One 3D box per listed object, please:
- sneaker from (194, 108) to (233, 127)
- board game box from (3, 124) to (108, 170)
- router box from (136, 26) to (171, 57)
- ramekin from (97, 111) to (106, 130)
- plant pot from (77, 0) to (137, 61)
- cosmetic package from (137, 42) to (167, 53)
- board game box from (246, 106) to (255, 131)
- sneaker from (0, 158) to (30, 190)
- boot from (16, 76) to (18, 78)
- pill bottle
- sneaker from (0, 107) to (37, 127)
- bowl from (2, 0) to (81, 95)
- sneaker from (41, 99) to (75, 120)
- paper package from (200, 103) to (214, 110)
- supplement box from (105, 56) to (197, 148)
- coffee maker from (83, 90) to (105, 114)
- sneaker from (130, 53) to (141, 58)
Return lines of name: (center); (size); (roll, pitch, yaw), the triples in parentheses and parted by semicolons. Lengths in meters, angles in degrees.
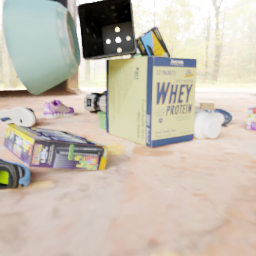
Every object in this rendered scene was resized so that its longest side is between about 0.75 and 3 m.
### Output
sneaker: (3.635, -0.492, 12.310); (1.354, 0.745, 1.849); (-9, 14, -44)
board game box: (-1.785, 0.446, 6.691); (1.768, 0.607, 2.139); (8, 4, -36)
router box: (1.115, -3.629, 12.818); (1.191, 1.597, 0.408); (-37, 35, -3)
ramekin: (-0.616, -0.311, 11.568); (1.305, 0.638, 1.305); (0, 11, 0)
plant pot: (-0.494, -2.987, 8.982); (1.689, 1.693, 1.502); (-5, 1, 13)
cosmetic package: (1.340, -3.933, 15.353); (1.835, 1.384, 0.474); (-9, -3, -23)
board game box: (5.620, -0.317, 10.889); (1.705, 0.894, 0.878); (8, 14, 41)
sneaker: (-2.696, 0.863, 5.441); (1.609, 0.571, 0.667); (7, 4, 20)
boot: (-3.198, -2.147, 10.149); (1.232, 1.503, 0.556); (39, 9, -35)
pill bottle: (2.327, -0.117, 9.738); (0.930, 0.930, 1.671); (-7, 12, -32)
sneaker: (-4.502, -0.577, 12.388); (2.338, 0.854, 1.308); (6, 13, 35)
bowl: (-2.247, -2.435, 8.060); (1.455, 2.781, 2.781); (-8, 10, 2)
sneaker: (-3.574, -1.022, 14.550); (0.872, 0.958, 2.167); (4, 10, 28)
paper package: (5.013, -1.372, 17.818); (0.835, 0.432, 0.796); (1, 11, 8)
supplement box: (0.668, -0.998, 9.554); (1.821, 2.712, 2.709); (-7, 13, -34)
coffee maker: (-1.121, -1.239, 15.455); (2.036, 1.371, 1.956); (7, -18, 30)
sneaker: (0.444, -3.492, 14.010); (0.696, 0.638, 1.662); (12, 5, 3)
